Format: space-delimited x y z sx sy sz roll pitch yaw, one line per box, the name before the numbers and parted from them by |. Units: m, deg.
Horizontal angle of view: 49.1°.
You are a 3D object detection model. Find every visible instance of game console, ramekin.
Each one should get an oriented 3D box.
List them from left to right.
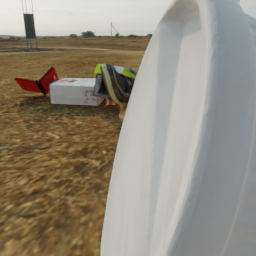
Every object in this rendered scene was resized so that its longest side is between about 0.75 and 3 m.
game console | -3.808 -2.059 11.876 0.955 1.386 1.609 39 -12 0
ramekin | 0.723 0.336 2.801 1.382 2.968 2.968 13 17 -8

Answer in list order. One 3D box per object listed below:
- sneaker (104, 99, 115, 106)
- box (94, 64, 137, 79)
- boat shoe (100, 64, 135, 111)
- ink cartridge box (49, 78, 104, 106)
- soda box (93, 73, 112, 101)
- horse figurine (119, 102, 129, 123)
sneaker | -0.597 -1.151 11.157 0.659 0.447 1.141 6 30 -8
box | -0.315 -2.404 13.319 1.526 0.597 2.503 24 -1 -41
boat shoe | -0.086 -1.033 7.408 0.785 0.886 2.421 -18 -18 7
ink cartridge box | -1.951 -1.519 11.434 1.905 0.799 1.672 3 21 8
soda box | 0.139 -1.250 9.761 2.695 0.853 0.954 18 14 29
horse figurine | 0.386 -0.173 6.153 0.555 1.474 2.224 27 30 -36
